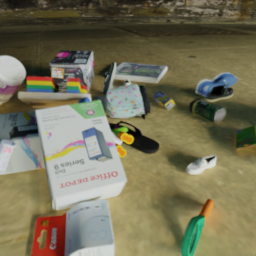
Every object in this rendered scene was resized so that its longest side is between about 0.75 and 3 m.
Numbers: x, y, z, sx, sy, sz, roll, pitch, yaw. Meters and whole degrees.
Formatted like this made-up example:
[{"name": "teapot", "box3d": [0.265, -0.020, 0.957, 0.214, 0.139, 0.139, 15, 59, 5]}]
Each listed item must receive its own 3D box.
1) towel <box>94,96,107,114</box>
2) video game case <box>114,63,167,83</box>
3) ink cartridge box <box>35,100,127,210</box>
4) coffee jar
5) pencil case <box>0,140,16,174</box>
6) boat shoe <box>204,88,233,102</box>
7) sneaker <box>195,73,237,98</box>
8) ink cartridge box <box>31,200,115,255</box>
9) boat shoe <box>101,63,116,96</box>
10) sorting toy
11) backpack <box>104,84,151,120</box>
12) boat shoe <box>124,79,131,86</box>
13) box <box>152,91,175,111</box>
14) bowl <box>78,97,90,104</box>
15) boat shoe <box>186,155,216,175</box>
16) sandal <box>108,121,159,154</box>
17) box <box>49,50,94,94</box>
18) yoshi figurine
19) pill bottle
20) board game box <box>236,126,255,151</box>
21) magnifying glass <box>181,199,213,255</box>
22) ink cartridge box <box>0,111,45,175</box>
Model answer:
[{"name": "towel", "box3d": [-0.691, -1.047, 12.310, 1.564, 0.264, 1.637, -2, 29, -8]}, {"name": "video game case", "box3d": [0.609, -3.324, 16.633, 2.963, 0.346, 2.694, 9, 29, 16]}, {"name": "ink cartridge box", "box3d": [-1.245, 0.634, 7.097, 1.746, 1.051, 2.403, -10, 64, -18]}, {"name": "coffee jar", "box3d": [3.177, -0.729, 11.350, 0.729, 0.596, 1.398, -20, 33, -31]}, {"name": "pencil case", "box3d": [-3.229, 0.737, 7.248, 0.370, 0.890, 0.404, 29, 7, 23]}, {"name": "boat shoe", "box3d": [4.369, -1.750, 13.282, 1.827, 0.606, 0.683, -16, 33, -25]}, {"name": "sneaker", "box3d": [4.031, -1.766, 12.345, 2.166, 0.851, 0.966, -22, 47, -23]}, {"name": "ink cartridge box", "box3d": [-1.181, 2.179, 5.977, 1.662, 0.393, 1.330, -3, 28, -9]}, {"name": "boat shoe", "box3d": [-0.939, -2.377, 13.485, 0.500, 1.659, 0.627, 12, -7, 3]}, {"name": "sorting toy", "box3d": [-2.642, -1.314, 10.702, 2.429, 0.845, 2.415, 0, -3, -6]}, {"name": "backpack", "box3d": [-0.074, -1.056, 11.195, 1.737, 1.100, 1.450, -10, 52, -5]}, {"name": "boat shoe", "box3d": [-0.067, -2.451, 14.835, 0.389, 0.449, 1.054, 1, 27, 3]}, {"name": "box", "box3d": [1.566, -1.224, 12.382, 0.423, 0.388, 1.208, -38, 34, -2]}, {"name": "bowl", "box3d": [-1.297, -0.187, 9.240, 0.323, 1.643, 1.643, -13, 28, 0]}, {"name": "boat shoe", "box3d": [2.136, 1.031, 8.181, 1.074, 0.372, 0.380, -17, 41, -28]}, {"name": "sandal", "box3d": [0.014, 0.166, 9.659, 2.490, 0.561, 0.935, 22, 36, 35]}, {"name": "box", "box3d": [-2.777, -2.894, 14.453, 1.842, 1.600, 2.788, 1, 29, -1]}, {"name": "yoshi figurine", "box3d": [-0.456, 0.401, 8.795, 0.926, 0.923, 1.648, -16, 21, -30]}, {"name": "pill bottle", "box3d": [-5.315, -1.848, 11.706, 2.292, 1.287, 1.287, -34, 2, 41]}, {"name": "board game box", "box3d": [3.983, 0.352, 9.443, 0.642, 0.201, 1.343, -19, 15, 28]}, {"name": "magnifying glass", "box3d": [1.515, 2.055, 6.012, 0.214, 0.761, 1.911, 11, 19, 29]}, {"name": "ink cartridge box", "box3d": [-2.893, 0.323, 8.734, 2.728, 1.130, 1.988, -8, 29, -15]}]
